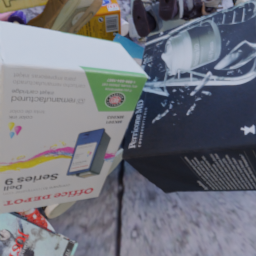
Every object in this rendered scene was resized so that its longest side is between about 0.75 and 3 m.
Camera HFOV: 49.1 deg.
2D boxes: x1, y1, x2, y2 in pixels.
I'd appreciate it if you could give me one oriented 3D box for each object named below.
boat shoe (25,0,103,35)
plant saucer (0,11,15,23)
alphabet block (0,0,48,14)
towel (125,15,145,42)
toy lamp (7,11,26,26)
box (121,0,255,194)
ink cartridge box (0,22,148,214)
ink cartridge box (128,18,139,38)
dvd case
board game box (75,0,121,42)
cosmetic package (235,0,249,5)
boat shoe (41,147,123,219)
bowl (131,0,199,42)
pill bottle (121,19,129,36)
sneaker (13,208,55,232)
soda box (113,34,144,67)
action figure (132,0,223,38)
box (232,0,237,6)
[{"bbox_3d":[-1.680,-2.089,6.347,0.895,2.774,0.989,14,55,-44],"label":"boat shoe"},{"bbox_3d":[-5.837,-4.753,11.512,2.579,0.654,2.579,0,54,0],"label":"plant saucer"},{"bbox_3d":[-2.387,-3.677,6.088,1.594,1.624,1.586,-13,45,-6],"label":"alphabet block"},{"bbox_3d":[0.999,-4.176,11.350,1.891,0.327,1.820,-14,51,-8],"label":"towel"},{"bbox_3d":[-4.359,-3.561,10.562,0.734,0.734,2.521,-1,52,-1],"label":"toy lamp"},{"bbox_3d":[1.639,-0.459,4.714,2.691,1.697,2.738,-11,54,34],"label":"box"},{"bbox_3d":[-1.068,-0.010,4.101,1.809,2.490,1.089,-1,41,-33],"label":"ink cartridge box"},{"bbox_3d":[0.759,-3.102,8.316,0.990,0.580,1.370,-15,14,-28],"label":"ink cartridge box"},{"bbox_3d":[-2.430,2.717,5.712,2.387,0.263,1.742,20,76,13],"label":"dvd case"},{"bbox_3d":[-1.481,-3.408,9.534,2.143,2.145,2.143,-11,53,-8],"label":"board game box"},{"bbox_3d":[2.443,-2.025,5.875,0.803,1.526,0.542,-30,66,-19],"label":"cosmetic package"},{"bbox_3d":[-1.135,1.140,6.911,2.428,0.872,0.723,-39,65,-19],"label":"boat shoe"},{"bbox_3d":[0.964,-2.986,6.958,2.326,2.326,1.045,-24,22,-17],"label":"bowl"},{"bbox_3d":[-0.468,-4.090,11.064,0.569,0.569,1.013,-36,60,-24],"label":"pill bottle"},{"bbox_3d":[-2.179,1.971,6.220,1.562,0.837,0.522,34,46,24],"label":"sneaker"},{"bbox_3d":[-0.454,-0.741,6.370,0.892,0.844,2.630,26,72,-9],"label":"soda box"},{"bbox_3d":[1.146,-2.724,6.195,1.722,0.918,2.646,-1,23,33],"label":"action figure"},{"bbox_3d":[3.955,-2.949,7.729,0.927,2.152,1.762,-42,49,6],"label":"box"}]
